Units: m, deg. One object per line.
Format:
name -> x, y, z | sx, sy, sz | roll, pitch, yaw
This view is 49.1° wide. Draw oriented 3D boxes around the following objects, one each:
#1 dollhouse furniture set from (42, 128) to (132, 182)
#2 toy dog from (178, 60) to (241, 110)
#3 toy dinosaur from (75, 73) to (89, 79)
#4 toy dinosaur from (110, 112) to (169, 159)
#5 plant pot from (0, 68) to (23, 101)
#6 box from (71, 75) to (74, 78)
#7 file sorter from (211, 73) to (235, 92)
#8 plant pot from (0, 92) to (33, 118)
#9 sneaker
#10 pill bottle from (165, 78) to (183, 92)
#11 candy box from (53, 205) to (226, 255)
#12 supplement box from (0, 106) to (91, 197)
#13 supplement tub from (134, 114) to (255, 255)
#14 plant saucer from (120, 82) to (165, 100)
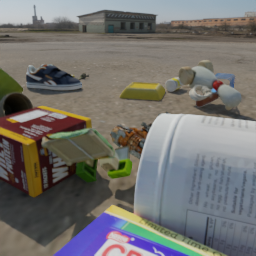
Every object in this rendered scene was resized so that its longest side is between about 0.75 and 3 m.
dollhouse furniture set -> -0.576, 0.236, 4.351 | 0.868, 1.325, 0.665 | -14, 51, 22
toy dog -> 2.597, -1.232, 9.243 | 1.606, 1.173, 2.435 | -5, 41, -1
toy dinosaur -> -2.215, -2.560, 13.857 | 0.460, 0.248, 1.044 | -10, 18, 17
toy dinosaur -> 0.556, 0.417, 5.111 | 1.765, 0.901, 1.198 | 45, 27, -4
plant pot -> -3.871, -0.966, 7.827 | 1.233, 1.233, 1.318 | 20, 69, 43
box -> -2.950, -2.419, 13.406 | 0.860, 0.277, 0.301 | 17, 26, 40
file sorter -> 3.617, -1.667, 10.777 | 0.790, 0.698, 1.138 | 9, 23, 26
plant pot -> -3.143, -0.458, 7.471 | 0.769, 0.886, 0.886 | -5, 14, 35
sneaker -> -3.132, -2.121, 11.653 | 2.452, 0.974, 0.962 | 5, 19, 10
pill bottle -> 1.901, -1.787, 11.402 | 0.477, 0.477, 0.835 | 13, 24, 31
candy box -> -0.016, 1.599, 1.783 | 1.768, 0.806, 2.092 | 12, 23, 32
supplement box -> -1.613, 0.313, 5.050 | 1.374, 0.925, 1.393 | 15, 26, 31
supplement tub -> 1.447, 0.723, 3.030 | 2.425, 1.600, 1.600 | 8, 22, 21
plant saucer -> 0.586, -1.442, 10.644 | 1.530, 0.371, 1.530 | 5, 22, 13
